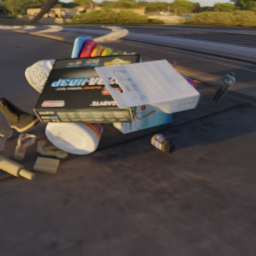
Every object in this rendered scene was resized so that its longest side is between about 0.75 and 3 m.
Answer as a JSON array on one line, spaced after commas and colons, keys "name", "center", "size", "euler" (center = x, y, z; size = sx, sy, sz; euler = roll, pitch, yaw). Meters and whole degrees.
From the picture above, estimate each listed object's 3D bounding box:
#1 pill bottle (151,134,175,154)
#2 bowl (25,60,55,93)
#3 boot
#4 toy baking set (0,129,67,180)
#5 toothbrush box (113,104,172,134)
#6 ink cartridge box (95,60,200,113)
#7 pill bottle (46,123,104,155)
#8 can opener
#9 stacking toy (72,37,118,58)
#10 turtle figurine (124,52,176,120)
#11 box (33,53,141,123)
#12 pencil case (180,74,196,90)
[{"name": "pill bottle", "center": [1.134, 0.512, 8.985], "size": [0.438, 0.438, 0.783], "euler": [-17, 30, -31]}, {"name": "bowl", "center": [-3.221, -2.276, 12.090], "size": [2.099, 0.985, 2.099], "euler": [32, 27, -19]}, {"name": "boot", "center": [-3.722, -0.504, 9.187], "size": [1.798, 1.243, 0.696], "euler": [-5, 35, 42]}, {"name": "toy baking set", "center": [-3.139, 0.757, 8.523], "size": [2.719, 0.316, 2.087], "euler": [18, 22, 15]}, {"name": "toothbrush box", "center": [0.537, -0.857, 10.492], "size": [2.156, 1.579, 0.920], "euler": [-12, 26, -25]}, {"name": "ink cartridge box", "center": [0.378, -0.882, 6.173], "size": [1.867, 0.533, 1.518], "euler": [-15, 47, -19]}, {"name": "pill bottle", "center": [-1.401, -0.696, 8.981], "size": [1.584, 1.584, 2.774], "euler": [6, 53, 11]}, {"name": "can opener", "center": [3.523, -1.459, 10.270], "size": [0.363, 1.362, 0.455], "euler": [40, 59, 15]}, {"name": "stacking toy", "center": [-0.613, -2.217, 10.202], "size": [2.777, 1.524, 1.612], "euler": [17, 22, 3]}, {"name": "turtle figurine", "center": [0.422, -1.612, 9.250], "size": [1.876, 2.327, 0.749], "euler": [35, -3, -16]}, {"name": "box", "center": [-1.024, -1.114, 7.783], "size": [2.637, 0.607, 2.096], "euler": [0, 53, 13]}, {"name": "pencil case", "center": [1.051, -1.259, 7.805], "size": [0.842, 0.842, 1.906], "euler": [-11, 28, -22]}]
